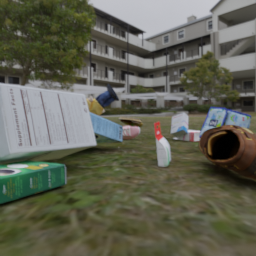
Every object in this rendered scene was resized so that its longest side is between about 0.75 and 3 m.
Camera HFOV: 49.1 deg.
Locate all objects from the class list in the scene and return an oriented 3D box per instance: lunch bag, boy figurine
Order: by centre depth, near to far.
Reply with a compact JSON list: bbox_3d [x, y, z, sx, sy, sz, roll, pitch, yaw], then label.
[{"bbox_3d":[3.060,0.013,8.895,1.330,1.131,0.848,20,-9,27],"label":"lunch bag"},{"bbox_3d":[-1.675,-0.981,13.433,2.559,0.825,1.591,-32,-25,11],"label":"boy figurine"}]

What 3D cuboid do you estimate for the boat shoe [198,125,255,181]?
[{"bbox_3d":[2.150,0.370,6.101,0.980,1.045,2.902,20,3,-9],"label":"boat shoe"}]

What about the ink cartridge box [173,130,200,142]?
[{"bbox_3d":[2.709,0.336,12.657,0.736,0.426,1.263,-3,5,-37],"label":"ink cartridge box"}]

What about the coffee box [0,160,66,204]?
[{"bbox_3d":[-2.103,0.892,4.586,1.161,0.415,1.888,1,3,32],"label":"coffee box"}]

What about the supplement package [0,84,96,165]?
[{"bbox_3d":[-2.044,-0.002,6.148,1.357,1.362,2.322,-19,-10,33],"label":"supplement package"}]

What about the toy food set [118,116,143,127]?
[{"bbox_3d":[0.081,-0.194,9.925,0.901,0.262,1.306,8,-3,2],"label":"toy food set"}]

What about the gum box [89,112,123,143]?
[{"bbox_3d":[-1.893,0.004,9.145,2.377,0.623,2.798,-5,-16,30],"label":"gum box"}]

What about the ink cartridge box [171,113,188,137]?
[{"bbox_3d":[2.298,-0.131,12.482,0.672,0.930,0.393,-21,-43,40],"label":"ink cartridge box"}]

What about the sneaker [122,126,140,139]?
[{"bbox_3d":[-0.338,0.238,12.649,1.647,0.620,0.861,-5,-2,21],"label":"sneaker"}]

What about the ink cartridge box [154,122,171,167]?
[{"bbox_3d":[0.893,0.386,7.167,0.269,1.076,0.866,-3,4,15],"label":"ink cartridge box"}]
